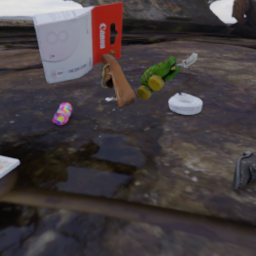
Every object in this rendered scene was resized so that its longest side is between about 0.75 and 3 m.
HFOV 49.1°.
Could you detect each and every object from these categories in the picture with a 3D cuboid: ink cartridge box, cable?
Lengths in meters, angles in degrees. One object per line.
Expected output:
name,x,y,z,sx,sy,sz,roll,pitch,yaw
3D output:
ink cartridge box,-1.348,-2.538,8.520,2.625,2.133,0.749,-12,54,-14
cable,2.785,-1.141,13.748,1.610,0.558,1.611,22,33,36

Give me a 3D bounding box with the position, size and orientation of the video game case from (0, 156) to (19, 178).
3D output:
video game case,-4.526,1.328,8.825,1.426,0.179,1.566,8,26,18

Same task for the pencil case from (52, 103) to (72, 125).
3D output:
pencil case,-2.945,-0.649,12.633,0.638,0.638,1.444,0,24,1

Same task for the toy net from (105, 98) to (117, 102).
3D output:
toy net,-0.801,-1.489,14.997,0.813,0.157,0.426,-8,29,-14

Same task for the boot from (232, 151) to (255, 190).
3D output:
boot,4.189,1.344,8.090,1.941,0.772,2.230,15,26,31

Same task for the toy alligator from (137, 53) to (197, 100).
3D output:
toy alligator,0.980,-1.641,8.332,0.935,0.678,2.821,-50,8,-31

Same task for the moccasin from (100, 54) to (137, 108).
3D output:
moccasin,-0.456,-1.515,8.863,0.809,0.766,2.095,-25,69,-3
